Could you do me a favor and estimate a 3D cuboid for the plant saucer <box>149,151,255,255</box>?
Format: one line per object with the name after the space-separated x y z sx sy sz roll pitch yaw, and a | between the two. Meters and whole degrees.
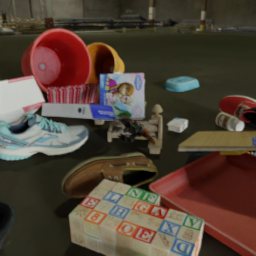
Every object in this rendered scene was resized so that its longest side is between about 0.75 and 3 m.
2.306 1.385 5.344 2.796 0.514 2.801 -18 29 -36 | plant saucer

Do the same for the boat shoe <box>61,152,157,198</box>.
-0.331 1.024 5.917 2.092 0.753 0.711 -16 30 -28 | boat shoe

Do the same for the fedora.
-2.355 1.742 4.484 1.214 0.554 1.214 0 24 0 | fedora

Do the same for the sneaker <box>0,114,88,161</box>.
-2.270 0.154 7.554 2.472 1.067 0.960 -10 26 -22 | sneaker

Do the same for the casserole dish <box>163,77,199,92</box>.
2.674 -2.228 14.046 2.008 0.389 1.216 -19 30 -36 | casserole dish

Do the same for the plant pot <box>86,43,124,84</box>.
-1.165 -3.143 14.408 2.086 2.086 1.910 10 9 23 | plant pot

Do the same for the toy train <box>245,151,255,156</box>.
3.105 0.860 7.014 0.869 0.242 0.653 0 37 -12 | toy train

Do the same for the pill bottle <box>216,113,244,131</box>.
3.295 -0.169 9.079 0.468 0.468 0.818 -13 26 -27 | pill bottle

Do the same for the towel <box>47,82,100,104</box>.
-1.896 -1.242 10.623 2.234 0.251 1.616 -10 -16 -15 | towel

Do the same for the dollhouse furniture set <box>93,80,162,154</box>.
-0.157 -0.513 8.704 2.461 1.409 2.885 2 23 6 | dollhouse furniture set

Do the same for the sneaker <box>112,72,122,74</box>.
-0.009 -1.669 12.203 1.136 0.983 2.516 57 29 14 | sneaker

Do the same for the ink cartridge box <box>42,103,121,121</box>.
-1.393 -0.506 8.590 2.378 0.466 1.183 6 4 30 | ink cartridge box

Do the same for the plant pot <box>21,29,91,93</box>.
-3.540 -2.895 12.921 2.878 2.878 2.546 -17 18 -35 | plant pot

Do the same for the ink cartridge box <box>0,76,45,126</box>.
-3.617 -0.507 8.043 2.125 0.901 1.548 -28 -2 44 | ink cartridge box

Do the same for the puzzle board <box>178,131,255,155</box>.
2.608 0.332 6.926 2.187 0.252 2.902 -1 5 22 | puzzle board

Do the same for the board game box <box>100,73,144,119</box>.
-0.199 -1.041 9.217 1.463 1.466 0.302 -1 -3 3 | board game box

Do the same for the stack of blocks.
0.182 1.631 4.698 2.010 0.589 1.157 11 25 24 | stack of blocks

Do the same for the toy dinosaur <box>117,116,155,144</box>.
0.214 0.024 7.812 1.279 0.653 0.868 11 15 35 | toy dinosaur

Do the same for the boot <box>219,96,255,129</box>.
3.649 -0.544 8.959 1.742 0.874 2.415 4 18 -39 | boot

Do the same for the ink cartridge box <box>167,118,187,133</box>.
1.591 -0.069 9.127 0.435 0.250 0.750 14 27 30 | ink cartridge box

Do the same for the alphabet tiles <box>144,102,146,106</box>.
-0.112 -0.900 11.330 1.546 0.058 1.293 5 24 9 | alphabet tiles

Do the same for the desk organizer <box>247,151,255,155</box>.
3.598 0.635 7.337 1.044 0.374 0.402 6 26 14 | desk organizer
